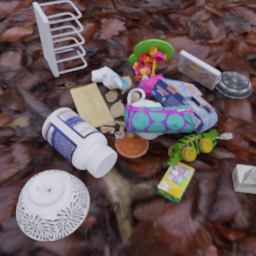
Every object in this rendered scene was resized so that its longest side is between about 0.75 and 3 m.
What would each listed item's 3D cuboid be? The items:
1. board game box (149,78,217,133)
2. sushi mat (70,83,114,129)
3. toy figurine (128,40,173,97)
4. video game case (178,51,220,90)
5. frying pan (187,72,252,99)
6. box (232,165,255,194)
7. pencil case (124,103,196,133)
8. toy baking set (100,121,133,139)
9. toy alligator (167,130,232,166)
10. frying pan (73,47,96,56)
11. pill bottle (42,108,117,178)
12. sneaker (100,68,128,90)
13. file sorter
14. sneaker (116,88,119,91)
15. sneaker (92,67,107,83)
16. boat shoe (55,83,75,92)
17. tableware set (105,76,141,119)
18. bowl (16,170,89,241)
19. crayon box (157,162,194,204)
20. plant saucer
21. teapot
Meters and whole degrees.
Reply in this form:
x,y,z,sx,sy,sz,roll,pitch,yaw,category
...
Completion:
x,y,z,sx,sy,sz,roll,pitch,yaw,category
2.306,-0.960,10.431,2.305,0.711,2.303,42,29,18,board game box
-1.500,-0.892,11.290,1.159,0.147,2.423,-16,52,-15,sushi mat
0.817,-2.236,11.705,1.651,2.199,2.024,21,66,-39,toy figurine
2.825,-2.299,11.382,1.724,1.569,0.197,34,84,13,video game case
4.078,-2.083,12.204,2.679,0.436,1.621,21,52,13,frying pan
4.243,1.676,8.801,1.733,0.593,0.712,5,49,4,box
0.957,-0.300,8.690,2.143,0.990,0.912,-1,50,-9,pencil case
-0.304,0.079,10.047,1.521,0.177,1.167,15,29,31,toy baking set
2.402,0.464,9.530,2.869,0.689,0.951,-22,10,-27,toy alligator
-2.122,-3.696,13.696,1.119,0.182,0.677,-8,49,-4,frying pan
-1.579,0.515,9.269,2.450,1.361,1.361,37,59,25,pill bottle
-0.549,-1.785,10.996,0.651,0.617,1.613,-51,37,4,sneaker
-2.921,-3.981,12.349,1.629,2.616,1.815,-20,52,-19,file sorter
-0.204,-1.742,11.667,0.477,0.319,0.833,-23,8,-10,sneaker
-1.092,-2.036,12.076,0.869,0.554,1.503,-19,44,-12,sneaker
-2.692,-1.779,11.968,0.862,0.303,0.304,-22,51,-19,boat shoe
-0.262,-1.215,11.087,1.346,0.187,1.611,-34,58,15,tableware set
-2.293,2.016,8.220,2.219,1.041,2.219,0,49,0,bowl
1.524,1.689,8.936,0.739,0.362,1.244,25,53,20,crayon box
0.134,0.600,9.996,1.176,0.190,1.176,0,48,0,plant saucer
0.699,-0.455,9.901,1.574,1.149,1.553,28,27,-25,teapot
